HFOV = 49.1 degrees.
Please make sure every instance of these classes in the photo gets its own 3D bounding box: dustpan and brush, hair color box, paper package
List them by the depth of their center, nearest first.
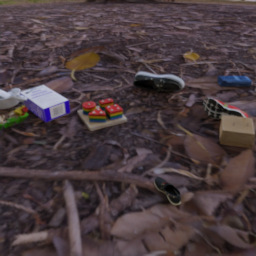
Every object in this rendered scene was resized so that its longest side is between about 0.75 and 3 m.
[{"bbox_3d":[4.080,0.125,10.543,1.186,0.644,1.244,8,31,13],"label":"paper package"},{"bbox_3d":[-3.748,-1.128,12.553,1.233,0.731,2.256,-26,41,-35],"label":"hair color box"},{"bbox_3d":[-5.492,-1.367,12.846,2.836,0.811,1.979,21,37,30],"label":"dustpan and brush"}]

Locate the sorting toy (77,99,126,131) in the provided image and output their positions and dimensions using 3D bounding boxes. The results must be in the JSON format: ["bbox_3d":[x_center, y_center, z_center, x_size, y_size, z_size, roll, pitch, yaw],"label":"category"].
[{"bbox_3d":[-1.152,-0.677,11.933,1.636,0.573,1.646,-15,35,-23],"label":"sorting toy"}]

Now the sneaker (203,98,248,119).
[{"bbox_3d":[4.149,-0.694,12.005,0.857,0.777,2.018,-13,38,-45],"label":"sneaker"}]

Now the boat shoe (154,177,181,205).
[{"bbox_3d":[1.150,1.747,8.154,0.413,0.354,1.129,-15,33,-23],"label":"boat shoe"}]

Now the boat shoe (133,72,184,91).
[{"bbox_3d":[1.508,-2.226,14.361,2.671,0.917,0.756,14,53,24],"label":"boat shoe"}]

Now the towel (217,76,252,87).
[{"bbox_3d":[5.764,-2.575,15.254,1.655,0.402,0.924,-1,30,-1],"label":"towel"}]

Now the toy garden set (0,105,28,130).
[{"bbox_3d":[-4.732,-0.304,10.654,1.837,0.367,1.531,-28,1,-36],"label":"toy garden set"}]
